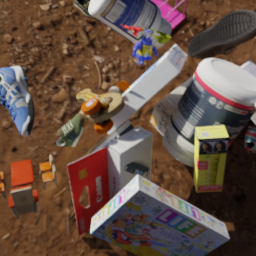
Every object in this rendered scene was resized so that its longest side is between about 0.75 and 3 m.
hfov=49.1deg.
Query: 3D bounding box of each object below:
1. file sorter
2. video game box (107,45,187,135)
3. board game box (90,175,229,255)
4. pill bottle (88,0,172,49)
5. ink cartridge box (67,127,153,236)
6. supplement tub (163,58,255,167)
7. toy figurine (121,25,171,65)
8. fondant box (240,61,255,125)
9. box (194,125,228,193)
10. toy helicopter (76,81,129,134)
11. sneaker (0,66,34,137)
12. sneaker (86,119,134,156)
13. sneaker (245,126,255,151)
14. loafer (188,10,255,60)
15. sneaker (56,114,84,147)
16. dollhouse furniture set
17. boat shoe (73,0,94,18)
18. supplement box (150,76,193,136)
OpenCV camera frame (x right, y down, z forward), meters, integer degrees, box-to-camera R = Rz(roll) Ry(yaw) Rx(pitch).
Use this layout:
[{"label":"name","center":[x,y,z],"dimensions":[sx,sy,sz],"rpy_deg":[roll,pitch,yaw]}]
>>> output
[{"label":"file sorter","center":[1.413,-5.776,13.110],"dimensions":[2.276,1.428,1.582],"rpy_deg":[41,74,15]},{"label":"video game box","center":[0.531,-1.302,8.910],"dimensions":[0.668,2.602,2.856],"rpy_deg":[47,117,-5]},{"label":"board game box","center":[0.792,2.548,7.085],"dimensions":[2.906,1.953,0.497],"rpy_deg":[32,28,-19]},{"label":"pill bottle","center":[0.170,-4.135,10.322],"dimensions":[2.933,1.628,1.628],"rpy_deg":[24,65,-32]},{"label":"ink cartridge box","center":[-0.364,1.642,7.839],"dimensions":[2.435,2.763,0.618],"rpy_deg":[-29,43,-35]},{"label":"supplement tub","center":[2.478,-0.402,8.558],"dimensions":[2.055,2.928,2.055],"rpy_deg":[16,36,-12]},{"label":"toy figurine","center":[0.476,-2.411,8.364],"dimensions":[0.894,1.015,1.694],"rpy_deg":[29,26,32]},{"label":"fondant box","center":[4.360,-1.001,9.525],"dimensions":[0.696,1.723,2.388],"rpy_deg":[-41,88,1]},{"label":"box","center":[2.290,0.930,7.917],"dimensions":[0.809,2.149,0.538],"rpy_deg":[-3,39,5]},{"label":"toy helicopter","center":[-0.822,-0.814,7.958],"dimensions":[1.459,0.870,2.206],"rpy_deg":[-41,34,-14]},{"label":"sneaker","center":[-3.071,-0.701,7.516],"dimensions":[0.842,0.828,2.186],"rpy_deg":[-7,61,-34]},{"label":"sneaker","center":[-0.402,0.683,9.033],"dimensions":[1.915,0.671,1.039],"rpy_deg":[-41,98,-18]},{"label":"sneaker","center":[3.617,0.456,8.231],"dimensions":[0.439,1.246,0.582],"rpy_deg":[23,73,35]},{"label":"loafer","center":[3.216,-2.971,9.256],"dimensions":[0.978,2.754,1.006],"rpy_deg":[12,82,-29]},{"label":"sneaker","center":[-1.515,0.112,7.162],"dimensions":[0.551,1.227,0.411],"rpy_deg":[-2,53,-29]},{"label":"dollhouse furniture set","center":[-3.093,1.567,8.235],"dimensions":[1.973,1.016,1.951],"rpy_deg":[-10,33,-19]},{"label":"boat shoe","center":[-2.097,-5.959,13.700],"dimensions":[1.532,0.461,0.546],"rpy_deg":[38,73,14]},{"label":"supplement box","center":[2.150,-0.940,11.113],"dimensions":[2.533,1.596,0.931],"rpy_deg":[-38,74,-13]}]
